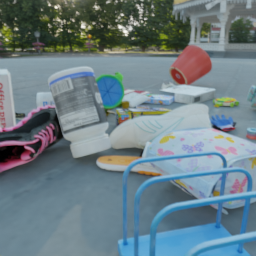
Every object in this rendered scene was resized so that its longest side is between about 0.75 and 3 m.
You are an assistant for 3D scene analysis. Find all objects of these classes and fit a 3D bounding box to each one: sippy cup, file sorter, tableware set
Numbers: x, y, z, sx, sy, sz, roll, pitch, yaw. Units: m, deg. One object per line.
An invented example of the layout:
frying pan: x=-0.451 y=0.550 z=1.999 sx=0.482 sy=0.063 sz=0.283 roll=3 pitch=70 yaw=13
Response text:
sippy cup: x=-0.917 y=-1.382 z=10.915 sx=1.672 sy=1.313 sz=1.225 roll=-16 pitch=8 yaw=-16
file sorter: x=0.921 y=1.316 z=2.857 sx=1.599 sy=1.414 sz=2.305 roll=-4 pitch=17 yaw=-14
tableware set: x=-0.898 y=-0.855 z=11.496 sx=2.331 sy=0.358 sz=1.570 roll=-13 pitch=21 yaw=-34

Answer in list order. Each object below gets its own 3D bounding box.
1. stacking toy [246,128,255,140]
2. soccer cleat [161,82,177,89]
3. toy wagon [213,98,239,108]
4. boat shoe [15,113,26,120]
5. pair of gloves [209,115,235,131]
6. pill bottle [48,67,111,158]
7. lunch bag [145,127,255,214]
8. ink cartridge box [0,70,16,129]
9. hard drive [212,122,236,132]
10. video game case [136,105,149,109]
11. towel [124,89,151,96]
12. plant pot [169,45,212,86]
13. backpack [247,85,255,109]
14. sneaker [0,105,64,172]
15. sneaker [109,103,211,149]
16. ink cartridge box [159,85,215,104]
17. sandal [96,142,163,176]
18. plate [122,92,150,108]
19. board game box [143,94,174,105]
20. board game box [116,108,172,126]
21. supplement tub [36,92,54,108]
stacking toy: x=3.999 y=0.162 z=8.246 sx=0.781 sy=0.364 sz=0.863 roll=-9 pitch=20 yaw=-26
soccer cleat: x=2.503 y=-2.342 z=15.946 sx=1.203 sy=0.512 sz=0.413 roll=-2 pitch=18 yaw=-5
toy wagon: x=4.301 y=-1.135 z=12.557 sx=1.240 sy=0.245 sz=0.962 roll=-14 pitch=22 yaw=-38
boat shoe: x=-4.172 y=-0.462 z=10.432 sx=0.791 sy=0.238 sz=0.282 roll=4 pitch=18 yaw=14
pair of gloves: x=2.619 y=-0.116 z=9.014 sx=1.554 sy=0.177 sz=1.249 roll=-8 pitch=20 yaw=6
pill bottle: x=-1.140 y=-0.354 z=6.841 sx=1.144 sy=2.011 sz=1.144 roll=-16 pitch=1 yaw=0
lunch bag: x=1.443 y=0.719 z=5.160 sx=1.897 sy=1.206 sz=1.609 roll=-1 pitch=17 yaw=-39
ink cartridge box: x=-4.637 y=-0.540 z=7.742 sx=2.744 sy=2.000 sz=1.136 roll=-7 pitch=19 yaw=-21
hard drive: x=3.176 y=-0.059 z=9.249 sx=0.579 sy=0.182 sz=0.859 roll=14 pitch=22 yaw=37
video game case: x=0.615 y=-0.819 z=11.774 sx=0.539 sy=0.066 sz=0.754 roll=5 pitch=18 yaw=-2
towel: x=-0.281 y=-1.750 z=14.488 sx=2.562 sy=0.291 sz=1.845 roll=9 pitch=18 yaw=23
plant pot: x=3.662 y=-3.646 z=17.072 sx=1.902 sy=2.150 sz=2.150 roll=-41 pitch=31 yaw=-13
backpack: x=5.339 y=-1.292 z=11.568 sx=0.753 sy=1.000 sz=0.887 roll=11 pitch=18 yaw=24
sneaker: x=-2.296 y=0.324 z=6.611 sx=1.384 sy=1.147 sz=2.902 roll=17 pitch=33 yaw=40
sneaker: x=0.748 y=0.223 z=7.007 sx=2.684 sy=1.076 sz=0.944 roll=-15 pitch=-20 yaw=17
ink cartridge box: x=2.944 y=-1.682 z=13.914 sx=1.941 sy=0.487 sz=2.236 roll=15 pitch=23 yaw=41
sandal: x=0.305 y=0.642 z=6.300 sx=2.081 sy=0.596 sz=0.797 roll=2 pitch=15 yaw=5
plate: x=0.207 y=-1.341 z=12.793 sx=1.154 sy=0.186 sz=1.151 roll=-29 pitch=36 yaw=-35
board game box: x=1.394 y=-1.349 z=13.222 sx=1.386 sy=0.254 sz=1.049 roll=8 pitch=19 yaw=21
board game box: x=0.488 y=-0.291 z=8.772 sx=1.697 sy=0.582 sz=2.053 roll=0 pitch=6 yaw=-4
supplement tub: x=-2.980 y=-1.032 z=11.268 sx=1.245 sy=0.821 sz=0.821 roll=-4 pitch=18 yaw=-9
